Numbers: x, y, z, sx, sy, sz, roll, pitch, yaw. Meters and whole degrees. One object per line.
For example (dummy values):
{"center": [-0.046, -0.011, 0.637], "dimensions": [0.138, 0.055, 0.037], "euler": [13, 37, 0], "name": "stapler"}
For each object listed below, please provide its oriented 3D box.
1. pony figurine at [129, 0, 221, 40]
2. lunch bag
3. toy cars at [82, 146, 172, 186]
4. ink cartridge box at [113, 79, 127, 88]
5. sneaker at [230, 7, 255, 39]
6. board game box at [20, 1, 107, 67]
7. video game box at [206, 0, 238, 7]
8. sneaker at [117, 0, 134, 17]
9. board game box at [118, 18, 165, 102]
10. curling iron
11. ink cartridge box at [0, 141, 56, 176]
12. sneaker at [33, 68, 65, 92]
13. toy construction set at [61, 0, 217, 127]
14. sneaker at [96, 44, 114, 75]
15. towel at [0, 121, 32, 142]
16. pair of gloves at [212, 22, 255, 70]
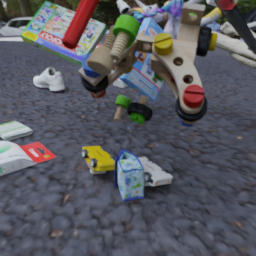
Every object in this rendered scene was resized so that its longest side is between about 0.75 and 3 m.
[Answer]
{"center": [1.655, -3.333, 9.513], "dimensions": [2.802, 2.704, 2.333], "euler": [-15, 11, 4], "name": "pony figurine"}
{"center": [-0.012, 0.980, 5.959], "dimensions": [0.564, 0.752, 0.885], "euler": [-4, 24, -12], "name": "lunch bag"}
{"center": [-0.118, 0.949, 6.388], "dimensions": [2.308, 0.511, 1.035], "euler": [12, 17, 17], "name": "toy cars"}
{"center": [-0.256, -2.353, 14.291], "dimensions": [0.646, 0.371, 0.890], "euler": [15, 27, 31], "name": "ink cartridge box"}
{"center": [3.579, -2.895, 7.200], "dimensions": [0.828, 0.956, 2.308], "euler": [10, -4, -34], "name": "sneaker"}
{"center": [-1.703, -2.519, 7.447], "dimensions": [1.915, 0.279, 1.289], "euler": [25, 72, 11], "name": "board game box"}
{"center": [2.840, -3.875, 8.133], "dimensions": [0.837, 0.763, 0.196], "euler": [10, 52, -14], "name": "video game box"}
{"center": [-0.105, -4.648, 11.052], "dimensions": [0.484, 0.522, 1.288], "euler": [-35, -7, 11], "name": "sneaker"}
{"center": [0.601, -1.831, 7.724], "dimensions": [1.364, 1.803, 0.330], "euler": [31, -9, -40], "name": "board game box"}
{"center": [1.542, -1.929, 4.182], "dimensions": [0.511, 2.061, 0.263], "euler": [-27, 27, 24], "name": "curling iron"}
{"center": [-2.851, 0.638, 7.286], "dimensions": [1.527, 0.382, 1.229], "euler": [-19, 30, -35], "name": "ink cartridge box"}
{"center": [-3.831, -2.411, 13.532], "dimensions": [2.189, 1.090, 0.819], "euler": [17, 29, 37], "name": "sneaker"}
{"center": [0.337, -1.534, 4.979], "dimensions": [2.412, 2.222, 2.892], "euler": [10, -17, 35], "name": "toy construction set"}
{"center": [-0.528, -2.554, 9.647], "dimensions": [1.110, 1.045, 2.711], "euler": [-34, 33, 12], "name": "sneaker"}
{"center": [-3.698, 0.091, 8.858], "dimensions": [0.906, 0.186, 1.214], "euler": [-18, 27, -41], "name": "towel"}
{"center": [2.716, -1.807, 6.130], "dimensions": [1.801, 0.371, 2.118], "euler": [36, 37, 17], "name": "pair of gloves"}
